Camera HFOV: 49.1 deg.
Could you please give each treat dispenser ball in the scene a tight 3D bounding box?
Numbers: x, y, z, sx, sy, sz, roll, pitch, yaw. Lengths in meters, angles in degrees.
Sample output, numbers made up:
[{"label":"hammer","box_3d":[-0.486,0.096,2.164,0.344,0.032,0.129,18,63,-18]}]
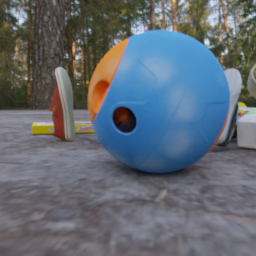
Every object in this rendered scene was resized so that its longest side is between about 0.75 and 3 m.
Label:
[{"label":"treat dispenser ball","box_3d":[0.452,-0.380,4.317,2.129,2.129,2.129,0,5,0]}]

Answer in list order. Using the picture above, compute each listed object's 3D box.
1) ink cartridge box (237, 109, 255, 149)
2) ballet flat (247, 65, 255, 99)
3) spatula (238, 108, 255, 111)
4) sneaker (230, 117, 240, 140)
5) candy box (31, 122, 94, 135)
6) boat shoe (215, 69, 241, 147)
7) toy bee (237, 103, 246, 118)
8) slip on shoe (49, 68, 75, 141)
[{"label":"ink cartridge box","box_3d":[3.611,0.058,6.225,1.986,0.668,1.163,6,22,40]},{"label":"ballet flat","box_3d":[3.123,-0.343,4.804,0.909,0.909,2.616,-4,39,-38]},{"label":"spatula","box_3d":[3.257,-0.227,8.322,1.510,1.050,0.121,6,-10,35]},{"label":"sneaker","box_3d":[2.381,-0.353,7.997,2.302,1.026,0.904,11,-28,7]},{"label":"candy box","box_3d":[-2.087,-0.019,10.309,2.753,0.364,1.407,-1,3,-17]},{"label":"boat shoe","box_3d":[2.171,-0.434,6.376,0.652,1.808,0.641,11,-14,39]},{"label":"toy bee","box_3d":[3.084,-0.492,9.558,1.474,1.224,2.252,-21,4,-25]},{"label":"slip on shoe","box_3d":[-1.850,-0.606,7.616,0.621,2.028,0.751,2,20,5]}]
